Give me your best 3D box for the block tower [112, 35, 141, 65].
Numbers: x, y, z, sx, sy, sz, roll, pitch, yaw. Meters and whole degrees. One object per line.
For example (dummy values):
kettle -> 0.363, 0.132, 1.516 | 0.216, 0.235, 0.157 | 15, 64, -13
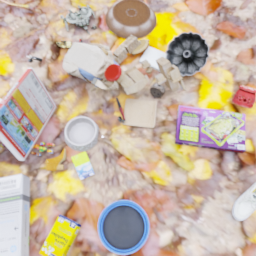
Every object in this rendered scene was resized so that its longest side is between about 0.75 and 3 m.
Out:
block tower -> -0.153, -3.079, 11.120 | 1.404, 0.406, 0.379 | -44, 50, -5

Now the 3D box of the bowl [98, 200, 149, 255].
bowl -> -0.145, 3.085, 8.733 | 1.599, 0.314, 1.599 | 0, 66, 0

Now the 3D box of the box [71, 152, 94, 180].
box -> -1.538, 1.309, 9.568 | 0.538, 0.210, 0.883 | -23, 68, -10

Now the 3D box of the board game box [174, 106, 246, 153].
board game box -> 2.941, 0.039, 10.037 | 2.417, 0.390, 1.451 | 8, 72, 4

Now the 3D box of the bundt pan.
bundt pan -> 2.311, -2.798, 10.812 | 1.679, 0.630, 1.679 | 1, 94, 22

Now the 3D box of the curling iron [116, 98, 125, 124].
curling iron -> -0.312, -0.671, 10.318 | 0.300, 0.155, 1.210 | 13, 49, -31

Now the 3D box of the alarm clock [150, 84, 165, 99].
alarm clock -> 1.098, -1.431, 10.447 | 0.552, 0.819, 0.273 | 25, 51, 11

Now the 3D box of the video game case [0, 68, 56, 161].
video game case -> -3.315, -0.471, 9.069 | 0.221, 1.808, 2.529 | 0, 47, 21

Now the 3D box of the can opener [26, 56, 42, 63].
can opener -> -3.708, -2.702, 11.045 | 0.216, 0.820, 0.273 | 22, 105, 14

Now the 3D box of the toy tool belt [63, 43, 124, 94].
toy tool belt -> -0.948, -2.022, 9.951 | 2.581, 1.586, 1.611 | 29, 89, 28

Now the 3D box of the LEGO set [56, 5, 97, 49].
LEGO set -> -2.152, -4.412, 11.802 | 1.627, 0.710, 2.505 | 1, 66, -1

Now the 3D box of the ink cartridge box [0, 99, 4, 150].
ink cartridge box -> -4.839, 0.209, 9.233 | 0.996, 1.700, 2.352 | 29, 69, 12

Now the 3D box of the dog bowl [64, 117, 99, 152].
dog bowl -> -1.663, 0.172, 9.981 | 1.299, 0.381, 1.299 | 0, 66, -1

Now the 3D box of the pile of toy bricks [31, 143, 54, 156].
pile of toy bricks -> -3.005, 0.722, 9.670 | 0.838, 0.414, 0.465 | 0, 76, 3

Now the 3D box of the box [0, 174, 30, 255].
box -> -4.017, 2.884, 8.400 | 2.066, 0.545, 2.650 | -13, 63, 7

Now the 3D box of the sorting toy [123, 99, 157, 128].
sorting toy -> 0.437, -0.535, 10.400 | 1.187, 0.217, 1.099 | 5, 66, 6

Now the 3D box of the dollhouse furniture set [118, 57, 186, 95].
dollhouse furniture set -> 0.588, -1.407, 10.267 | 2.414, 1.179, 2.059 | -30, 33, 0

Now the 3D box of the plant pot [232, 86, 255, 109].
plant pot -> 4.263, -1.152, 10.213 | 0.758, 0.758, 0.690 | 16, 109, 7

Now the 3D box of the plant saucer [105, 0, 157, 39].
plant saucer -> 0.138, -4.859, 12.131 | 2.262, 0.414, 2.262 | 1, 65, -3

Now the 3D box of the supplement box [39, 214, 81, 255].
supplement box -> -2.018, 3.333, 8.430 | 0.657, 0.661, 1.207 | 22, 69, 10

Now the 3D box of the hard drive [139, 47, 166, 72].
hard drive -> 1.230, -2.739, 11.421 | 1.319, 0.173, 0.870 | 26, 68, 11

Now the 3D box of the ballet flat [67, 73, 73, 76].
ballet flat -> -2.123, -2.158, 10.958 | 0.849, 0.197, 0.286 | 23, 92, 47

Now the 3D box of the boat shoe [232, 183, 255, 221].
boat shoe -> 3.971, 2.268, 8.880 | 1.634, 0.697, 0.604 | -39, 72, -15

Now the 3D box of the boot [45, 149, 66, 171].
boot -> -2.474, 1.069, 9.562 | 0.625, 0.307, 0.873 | 2, 53, -1

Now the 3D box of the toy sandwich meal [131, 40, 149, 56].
toy sandwich meal -> 0.472, -3.251, 11.389 | 0.931, 0.319, 0.931 | -19, 45, 20
